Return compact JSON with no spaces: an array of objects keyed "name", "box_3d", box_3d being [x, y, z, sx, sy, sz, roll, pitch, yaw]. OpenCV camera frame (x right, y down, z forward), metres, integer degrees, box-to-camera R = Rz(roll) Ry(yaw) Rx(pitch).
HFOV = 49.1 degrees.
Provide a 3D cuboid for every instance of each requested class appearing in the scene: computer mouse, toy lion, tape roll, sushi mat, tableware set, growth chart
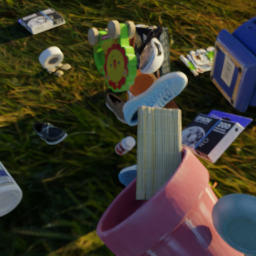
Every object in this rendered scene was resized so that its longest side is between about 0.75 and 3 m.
[{"name":"computer mouse","box_3d":[0.782,-2.432,9.294,0.533,1.333,2.430,28,35,-19]},{"name":"toy lion","box_3d":[-0.482,-2.271,9.197,0.770,2.150,2.243,-9,13,-33]},{"name":"tape roll","box_3d":[-3.188,-2.883,11.621,0.956,0.956,0.335,-30,77,-25]},{"name":"sushi mat","box_3d":[0.701,0.573,6.285,1.023,0.129,2.139,3,77,-7]},{"name":"tableware set","box_3d":[-3.169,-2.699,12.782,0.816,0.113,0.977,25,53,21]},{"name":"growth chart","box_3d":[3.721,-3.240,13.214,2.526,0.224,1.828,-18,49,-16]}]

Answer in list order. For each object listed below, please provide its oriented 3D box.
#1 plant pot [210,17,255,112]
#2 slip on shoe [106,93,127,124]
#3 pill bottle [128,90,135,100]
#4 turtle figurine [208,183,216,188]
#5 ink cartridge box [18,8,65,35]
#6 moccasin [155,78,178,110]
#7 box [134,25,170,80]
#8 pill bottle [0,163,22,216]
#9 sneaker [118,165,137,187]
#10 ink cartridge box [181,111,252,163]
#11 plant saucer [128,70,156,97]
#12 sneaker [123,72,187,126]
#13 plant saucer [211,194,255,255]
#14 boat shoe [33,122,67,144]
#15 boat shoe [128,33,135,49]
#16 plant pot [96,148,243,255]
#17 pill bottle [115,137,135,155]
[{"name":"plant pot","box_3d":[4.834,-2.403,10.798,2.501,2.781,2.781,-16,50,-7]},{"name":"slip on shoe","box_3d":[-0.263,-0.757,10.727,0.636,0.507,1.673,-29,54,-24]},{"name":"pill bottle","box_3d":[0.428,-1.095,10.892,0.680,0.680,1.200,-13,46,-12]},{"name":"turtle figurine","box_3d":[2.137,1.914,8.421,0.810,0.323,1.004,27,61,32]},{"name":"ink cartridge box","box_3d":[-4.919,-6.076,15.658,1.972,0.432,1.991,-32,54,-25]},{"name":"moccasin","box_3d":[1.264,-1.274,10.651,0.684,0.722,1.871,-34,92,-7]},{"name":"box","box_3d":[0.916,-2.896,11.182,0.507,2.204,1.752,-23,33,-24]},{"name":"pill bottle","box_3d":[-4.098,1.547,8.210,1.118,1.118,2.012,-34,56,-27]},{"name":"sneaker","box_3d":[0.646,1.342,8.762,1.921,0.735,0.776,-11,22,-3]},{"name":"ink cartridge box","box_3d":[2.293,0.073,7.797,1.612,0.350,1.597,-44,25,-10]},{"name":"plant saucer","box_3d":[0.510,-1.575,10.106,1.069,1.069,0.200,-8,28,-7]},{"name":"sneaker","box_3d":[0.870,-0.761,8.681,2.317,0.856,0.949,-34,39,24]},{"name":"plant saucer","box_3d":[2.089,1.816,4.948,1.348,1.348,0.260,28,35,23]},{"name":"boat shoe","box_3d":[-2.635,0.142,9.283,1.637,0.553,0.588,12,52,46]},{"name":"boat shoe","box_3d":[-0.202,-2.699,9.906,0.599,1.702,0.599,-2,57,-18]},{"name":"plant pot","box_3d":[1.095,2.273,6.409,2.490,2.782,2.782,48,58,-1]},{"name":"pill bottle","box_3d":[-0.095,0.587,9.170,0.412,0.753,0.412,13,59,-23]}]
